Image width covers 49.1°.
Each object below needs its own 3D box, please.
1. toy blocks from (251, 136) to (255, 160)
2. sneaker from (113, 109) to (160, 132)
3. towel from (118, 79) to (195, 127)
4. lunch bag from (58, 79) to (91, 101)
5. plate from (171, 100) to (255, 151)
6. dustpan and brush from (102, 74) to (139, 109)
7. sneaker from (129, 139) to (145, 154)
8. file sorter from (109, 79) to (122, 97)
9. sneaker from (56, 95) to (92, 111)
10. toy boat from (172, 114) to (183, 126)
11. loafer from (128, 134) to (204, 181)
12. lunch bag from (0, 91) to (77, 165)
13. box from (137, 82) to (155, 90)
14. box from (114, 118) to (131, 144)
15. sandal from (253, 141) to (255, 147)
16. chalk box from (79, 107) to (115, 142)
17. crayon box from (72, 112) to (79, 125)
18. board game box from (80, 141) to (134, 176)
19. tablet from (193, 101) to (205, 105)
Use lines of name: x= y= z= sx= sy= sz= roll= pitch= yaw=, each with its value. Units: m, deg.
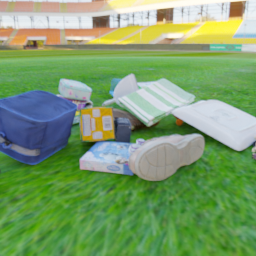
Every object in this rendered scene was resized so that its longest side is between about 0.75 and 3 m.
toy blocks: x=4.274 y=0.557 z=8.463 sx=0.723 sy=0.802 sz=0.859 roll=10 pitch=17 yaw=43
sneaker: x=0.180 y=-0.158 z=11.021 sx=2.235 sy=0.787 sz=0.844 roll=5 pitch=50 yaw=-10
towel: x=1.141 y=-1.146 z=11.347 sx=2.617 sy=0.306 sz=1.996 roll=-29 pitch=49 yaw=-28
lunch bag: x=-2.604 y=-1.887 z=13.794 sx=1.430 sy=0.687 sz=1.783 roll=5 pitch=19 yaw=-26
plate: x=3.577 y=-0.342 z=10.554 sx=2.899 sy=0.469 sz=2.893 roll=-16 pitch=39 yaw=-42
dustpan and brush: x=-0.410 y=-1.516 z=14.064 sx=2.377 sy=1.659 sz=0.680 roll=-19 pitch=-1 yaw=21
sneaker: x=0.254 y=0.618 z=7.642 sx=0.329 sy=0.437 sz=0.878 roll=18 pitch=20 yaw=19
file sorter: x=-0.402 y=-2.326 z=16.690 sx=1.043 sy=0.922 sz=1.503 roll=3 pitch=17 yaw=-17
sneaker: x=-2.779 y=-1.137 z=13.605 sx=2.254 sy=0.817 sz=1.285 roll=-15 pitch=27 yaw=-38
toy boat: x=2.289 y=-0.413 z=11.708 sx=1.207 sy=0.788 sz=0.789 roll=22 pitch=65 yaw=32
loafer: x=0.983 y=0.710 z=7.736 sx=2.919 sy=1.049 sz=0.918 roll=-10 pitch=17 yaw=-43
lunch bag: x=-2.908 y=0.038 z=8.696 sx=1.745 sy=1.699 sz=2.568 roll=23 pitch=24 yaw=15
box: x=1.377 y=-2.091 z=16.322 sx=1.636 sy=0.896 sz=1.854 roll=-5 pitch=18 yaw=-8
box: x=-0.198 y=0.146 z=9.477 sx=0.477 sy=0.770 sz=0.757 roll=1 pitch=21 yaw=-12
sandal: x=4.771 y=0.413 z=9.632 sx=1.550 sy=0.332 sz=0.589 roll=-17 pitch=25 yaw=-42
chalk box: x=-1.150 y=-0.123 z=9.728 sx=1.090 sy=1.098 sz=1.759 roll=-4 pitch=0 yaw=-12
crayon box: x=-2.681 y=-0.411 z=11.856 sx=1.169 sy=0.395 sz=1.355 roll=8 pitch=18 yaw=34
board game box: x=-0.423 y=0.845 z=8.320 sx=1.533 sy=0.334 sz=1.540 roll=3 pitch=19 yaw=14
tablet: x=3.952 y=-1.068 z=14.385 sx=1.515 sy=0.159 sz=2.329 roll=15 pitch=24 yaw=38
